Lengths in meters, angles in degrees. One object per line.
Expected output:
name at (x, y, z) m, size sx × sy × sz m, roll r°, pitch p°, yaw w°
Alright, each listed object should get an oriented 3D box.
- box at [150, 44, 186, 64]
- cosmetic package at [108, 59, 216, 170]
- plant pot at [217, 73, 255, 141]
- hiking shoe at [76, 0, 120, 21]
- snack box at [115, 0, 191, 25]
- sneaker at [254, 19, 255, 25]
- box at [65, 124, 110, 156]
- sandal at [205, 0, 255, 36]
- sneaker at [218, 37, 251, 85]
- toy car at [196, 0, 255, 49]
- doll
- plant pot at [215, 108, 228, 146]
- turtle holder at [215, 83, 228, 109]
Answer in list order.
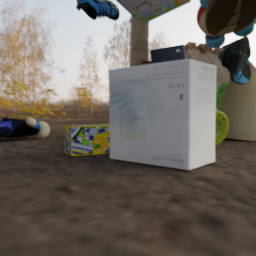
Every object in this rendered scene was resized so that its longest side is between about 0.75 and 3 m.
box at (1.658, -2.180, 10.921) m, size 1.236 × 1.754 × 2.370 m, roll -6°, pitch 8°, yaw 12°
cosmetic package at (0.575, -0.233, 4.989) m, size 1.680 × 1.685 × 1.036 m, roll 2°, pitch 6°, yaw 40°
plant pot at (3.859, -0.741, 9.293) m, size 1.952 × 2.084 × 1.952 m, roll 3°, pitch 6°, yaw 0°
hiking shoe at (-0.808, -3.062, 7.314) m, size 0.556 × 0.647 × 1.493 m, roll 2°, pitch -6°, yaw 41°
snack box at (0.469, -3.245, 6.457) m, size 1.397 × 0.561 × 1.657 m, roll 32°, pitch -19°, yaw -34°
sneaker at (3.352, -2.512, 6.472) m, size 0.549 × 0.840 × 1.461 m, roll 5°, pitch -18°, yaw -45°
box at (-0.437, 0.229, 6.176) m, size 1.819 × 0.637 × 0.585 m, roll -2°, pitch 3°, yaw -26°
sandal at (1.601, -2.250, 4.299) m, size 0.848 × 0.570 × 2.111 m, roll 0°, pitch -25°, yaw 18°
sneaker at (2.778, -1.695, 7.345) m, size 0.772 × 0.690 × 1.884 m, roll -7°, pitch 36°, yaw 31°
toy car at (1.929, -2.735, 5.963) m, size 1.265 × 1.430 × 1.319 m, roll -21°, pitch -35°, yaw 9°
doll at (-3.686, 0.049, 8.587) m, size 2.001 × 0.711 × 2.932 m, roll -13°, pitch -6°, yaw 36°
plant pot at (1.897, -0.133, 7.666) m, size 1.477 × 1.477 × 1.422 m, roll -1°, pitch 15°, yaw -22°
turtle holder at (4.962, -0.826, 13.936) m, size 2.772 × 2.106 × 1.969 m, roll -10°, pitch -33°, yaw 37°
